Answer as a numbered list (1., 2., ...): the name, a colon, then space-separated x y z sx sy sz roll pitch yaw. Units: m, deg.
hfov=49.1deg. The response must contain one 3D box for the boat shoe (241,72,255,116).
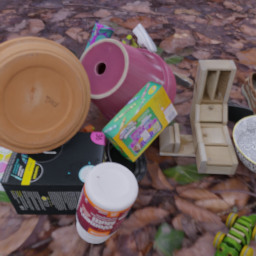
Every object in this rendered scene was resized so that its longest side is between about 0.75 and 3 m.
1. boat shoe: 5.374 -1.195 11.159 1.059 1.004 2.795 -8 46 -7

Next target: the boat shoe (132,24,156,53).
1. boat shoe: 0.508 -2.761 8.917 0.408 0.459 1.248 -35 55 19

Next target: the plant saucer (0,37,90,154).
1. plant saucer: -2.259 -0.719 6.960 2.925 2.925 0.472 -26 31 -24

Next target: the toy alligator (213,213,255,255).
1. toy alligator: 2.621 3.041 7.090 0.925 0.670 2.790 18 45 38

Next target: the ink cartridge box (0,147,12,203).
1. ink cartridge box: -3.895 1.159 9.058 1.233 0.704 2.375 5 46 5

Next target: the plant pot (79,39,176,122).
1. plant pot: -0.196 -1.540 9.501 2.992 2.678 2.992 -6 78 27

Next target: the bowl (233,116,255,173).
1. bowl: 4.501 0.799 9.120 2.383 1.118 2.383 0 45 0

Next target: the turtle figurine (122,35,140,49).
1. turtle figurine: 0.230 -3.802 13.318 1.475 1.190 0.475 -32 57 28

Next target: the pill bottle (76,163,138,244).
1. pill bottle: -0.570 1.786 6.342 1.111 2.027 1.111 11 45 -11

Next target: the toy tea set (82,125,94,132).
1. toy tea set: -1.565 0.129 9.393 1.121 0.666 0.415 23 26 27

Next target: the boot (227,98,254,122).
1. boot: 3.981 -1.257 11.397 2.254 0.780 1.962 14 47 16

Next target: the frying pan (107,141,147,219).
1. frying pan: 0.078 1.444 8.735 1.625 0.437 2.687 9 56 -43

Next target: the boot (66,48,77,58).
1. boot: -2.277 -1.163 9.463 1.104 2.851 1.972 26 6 7

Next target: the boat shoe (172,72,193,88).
1. boat shoe: 2.436 -2.179 12.598 1.127 0.427 0.405 39 53 21

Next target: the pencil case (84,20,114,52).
1. pencil case: -1.202 -2.944 10.206 0.732 1.719 0.795 40 23 26

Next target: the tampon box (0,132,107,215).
1. tampon box: -1.963 1.315 8.256 2.580 1.629 1.934 0 45 0

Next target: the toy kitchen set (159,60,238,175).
1. toy kitchen set: 2.278 -0.379 9.238 2.349 2.598 2.880 1 43 3

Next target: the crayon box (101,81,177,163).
1. crayon box: 0.398 -0.182 8.481 2.167 1.287 0.631 -46 40 -11
